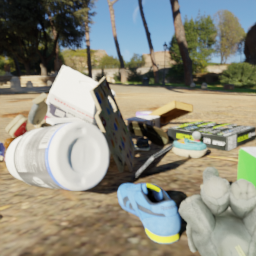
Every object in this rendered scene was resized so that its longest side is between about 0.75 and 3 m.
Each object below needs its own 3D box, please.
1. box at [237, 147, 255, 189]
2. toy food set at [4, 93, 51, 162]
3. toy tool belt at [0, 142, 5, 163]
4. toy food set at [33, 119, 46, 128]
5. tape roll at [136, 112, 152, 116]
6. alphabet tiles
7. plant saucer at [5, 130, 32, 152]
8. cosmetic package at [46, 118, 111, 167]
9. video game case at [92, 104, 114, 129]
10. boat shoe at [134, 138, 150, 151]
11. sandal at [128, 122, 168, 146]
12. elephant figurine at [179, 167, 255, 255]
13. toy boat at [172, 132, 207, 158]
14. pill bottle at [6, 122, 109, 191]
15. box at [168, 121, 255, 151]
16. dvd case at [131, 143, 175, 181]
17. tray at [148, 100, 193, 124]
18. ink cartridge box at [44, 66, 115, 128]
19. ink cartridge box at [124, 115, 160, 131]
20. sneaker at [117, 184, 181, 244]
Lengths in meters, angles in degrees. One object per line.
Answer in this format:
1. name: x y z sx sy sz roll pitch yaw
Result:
1. box: 3.081 1.153 3.344 2.546 1.395 2.885 0 10 -1
2. toy food set: -2.644 0.251 7.432 1.619 0.401 2.547 -46 -5 -25
3. toy tool belt: -3.497 0.586 7.538 0.478 0.778 0.486 -24 -32 23
4. toy food set: -2.823 -0.505 12.813 2.833 0.856 2.033 14 29 36
5. tape roll: 1.073 -0.745 17.174 1.188 0.390 1.188 -1 10 0
6. alphabet tiles: -0.341 -0.051 7.428 0.108 2.388 2.856 -20 16 9
7. plant saucer: -3.003 0.447 9.920 2.594 0.474 2.594 1 10 0
8. cosmetic package: -1.521 0.381 8.199 1.178 0.929 2.190 -1 17 -35
9. video game case: -0.728 -0.405 8.555 0.126 0.990 0.895 -11 -26 31
10. boat shoe: 0.290 0.535 9.461 0.879 0.399 0.311 0 20 13
11. sandal: 0.753 0.157 10.277 1.548 0.632 0.422 19 22 4
12. elephant figurine: 1.326 1.279 3.920 1.188 1.303 1.680 39 -6 16
13. toy boat: 2.054 0.534 9.129 1.153 0.638 1.372 5 11 30
14. pill bottle: -1.606 0.620 5.949 2.305 1.311 1.311 -8 2 45
15. box: 3.312 0.226 11.069 2.483 0.611 2.571 7 12 43
16. dvd case: 0.648 0.824 6.959 0.095 0.887 1.193 48 34 15
17. tray: 2.049 -0.746 13.947 1.102 0.414 2.234 10 -19 -28
18. ink cartridge box: -1.891 -0.779 10.160 1.969 1.147 2.721 26 -24 -13
19. ink cartridge box: 0.657 -0.182 13.262 1.071 0.617 1.850 6 11 29
20. sneaker: 0.317 1.217 4.946 0.644 0.766 1.953 -6 10 -20
